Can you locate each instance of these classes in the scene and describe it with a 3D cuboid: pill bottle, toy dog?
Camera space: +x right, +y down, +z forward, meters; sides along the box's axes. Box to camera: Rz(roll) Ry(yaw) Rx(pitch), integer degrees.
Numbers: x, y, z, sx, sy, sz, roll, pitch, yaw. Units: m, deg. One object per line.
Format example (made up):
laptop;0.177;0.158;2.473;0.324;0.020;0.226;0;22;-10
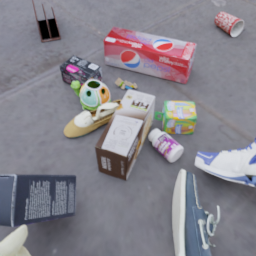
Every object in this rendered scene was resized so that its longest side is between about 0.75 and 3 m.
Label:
pill bottle;0.978;0.446;7.486;0.520;0.520;0.926;-33;57;-24
toy dog;-1.634;3.107;3.871;2.577;2.499;1.798;52;45;2

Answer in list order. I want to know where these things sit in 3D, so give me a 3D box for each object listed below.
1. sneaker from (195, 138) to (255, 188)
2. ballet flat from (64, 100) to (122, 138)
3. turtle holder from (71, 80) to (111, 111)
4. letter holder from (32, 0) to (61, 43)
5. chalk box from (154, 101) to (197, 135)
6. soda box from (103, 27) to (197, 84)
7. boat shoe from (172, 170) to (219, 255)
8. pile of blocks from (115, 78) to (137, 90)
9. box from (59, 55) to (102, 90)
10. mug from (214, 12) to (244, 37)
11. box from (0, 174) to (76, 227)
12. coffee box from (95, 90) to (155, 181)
sneaker;2.838;0.701;6.546;2.256;0.911;1.303;13;83;28
ballet flat;-0.966;-0.341;8.062;1.956;0.616;0.671;-24;56;-18
turtle holder;-1.082;-1.073;8.516;0.894;0.836;1.177;-30;57;-21
letter holder;-3.222;-4.285;10.957;0.772;1.091;1.536;-14;52;-11
chalk box;1.311;-0.293;7.973;1.119;0.696;0.693;1;52;2
soda box;0.702;-2.481;9.516;2.981;1.044;0.945;16;53;13
boat shoe;1.384;2.199;5.724;0.873;1.057;2.823;2;52;3
pile of blocks;-0.058;-1.409;9.224;0.754;0.310;0.234;19;10;4
box;-1.522;-1.755;9.180;1.166;0.669;0.770;27;54;19
mug;4.046;-4.124;11.242;0.678;0.902;1.016;-47;53;10
box;-2.029;1.370;5.585;1.245;1.682;0.877;-6;79;29
coffee box;-0.023;0.151;7.302;0.818;1.174;2.053;17;52;14
